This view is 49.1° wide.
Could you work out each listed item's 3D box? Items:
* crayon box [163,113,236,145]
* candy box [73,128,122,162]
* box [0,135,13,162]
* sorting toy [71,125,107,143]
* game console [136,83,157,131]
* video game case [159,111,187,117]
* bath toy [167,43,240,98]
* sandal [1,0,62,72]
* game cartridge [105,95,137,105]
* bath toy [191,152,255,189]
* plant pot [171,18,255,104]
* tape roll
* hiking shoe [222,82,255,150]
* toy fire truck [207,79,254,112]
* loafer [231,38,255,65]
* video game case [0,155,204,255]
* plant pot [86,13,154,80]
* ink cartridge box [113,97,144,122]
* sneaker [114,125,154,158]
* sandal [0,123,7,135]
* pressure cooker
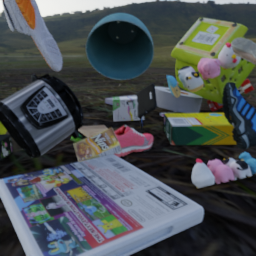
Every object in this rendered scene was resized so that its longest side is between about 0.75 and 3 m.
[{"bbox_3d":[2.253,-0.001,7.984,2.323,0.590,1.475,-1,15,0],"label":"crayon box"},{"bbox_3d":[-0.671,0.422,6.079,0.941,0.260,0.543,-24,51,-5],"label":"candy box"},{"bbox_3d":[-3.111,0.472,6.468,0.565,0.473,0.760,2,15,6],"label":"box"},{"bbox_3d":[-1.074,0.189,8.053,1.330,0.196,0.983,-4,20,-28],"label":"sorting toy"},{"bbox_3d":[0.588,-0.627,8.511,0.969,0.641,1.101,-30,41,28],"label":"game console"},{"bbox_3d":[1.931,-0.440,10.543,0.925,0.123,1.295,-9,19,-30],"label":"video game case"},{"bbox_3d":[2.326,-1.785,8.476,2.377,0.878,1.033,-28,57,0],"label":"bath toy"},{"bbox_3d":[-1.953,-1.934,5.349,0.579,2.019,0.774,-15,29,13],"label":"sandal"},{"bbox_3d":[-0.047,-1.281,13.313,1.823,0.350,1.181,-11,15,-35],"label":"game cartridge"},{"bbox_3d":[1.775,0.776,5.289,1.405,0.519,0.611,-6,-18,-24],"label":"bath toy"},{"bbox_3d":[3.098,-2.634,10.446,2.317,2.103,2.306,32,77,40],"label":"plant pot"},{"bbox_3d":[1.963,-1.150,11.436,2.027,0.670,2.027,10,15,-3],"label":"tape roll"},{"bbox_3d":[2.552,-0.306,6.176,0.689,1.589,0.591,-10,-20,1],"label":"hiking shoe"},{"bbox_3d":[4.317,-1.380,11.760,1.578,0.545,2.237,-28,-1,33],"label":"toy fire truck"},{"bbox_3d":[2.903,-1.651,6.354,0.454,0.397,1.263,-39,51,-7],"label":"loafer"},{"bbox_3d":[-0.578,1.133,4.407,2.336,0.295,2.564,-10,19,-32],"label":"video game case"},{"bbox_3d":[-0.177,-2.165,6.969,1.611,1.611,1.085,1,48,3],"label":"plant pot"},{"bbox_3d":[0.013,-0.680,9.996,1.104,0.800,0.464,-3,16,-3],"label":"ink cartridge box"},{"bbox_3d":[0.088,0.253,6.890,1.566,0.679,0.577,-14,20,-43],"label":"sneaker"},{"bbox_3d":[-4.683,-0.036,7.241,2.931,1.165,1.276,-6,12,-25],"label":"sandal"},{"bbox_3d":[-1.767,-0.317,5.928,1.565,1.377,1.398,-38,52,-27],"label":"pressure cooker"}]
